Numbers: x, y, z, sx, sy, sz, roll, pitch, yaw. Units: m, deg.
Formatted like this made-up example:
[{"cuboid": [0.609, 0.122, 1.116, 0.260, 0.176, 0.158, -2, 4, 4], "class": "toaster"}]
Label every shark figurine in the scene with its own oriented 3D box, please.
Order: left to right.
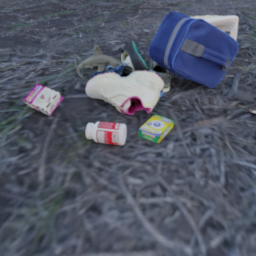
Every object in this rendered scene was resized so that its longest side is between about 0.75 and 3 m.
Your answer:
[{"cuboid": [-1.478, -2.922, 11.864, 2.270, 0.947, 1.356, -20, 43, -32], "class": "shark figurine"}]

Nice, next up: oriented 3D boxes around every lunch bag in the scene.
[{"cuboid": [2.494, -2.713, 10.155, 2.919, 1.983, 1.931, 13, 22, -32], "class": "lunch bag"}]

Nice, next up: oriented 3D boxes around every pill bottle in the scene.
[{"cuboid": [-0.589, 0.134, 7.518, 1.014, 0.569, 0.569, 6, 33, 10], "class": "pill bottle"}]

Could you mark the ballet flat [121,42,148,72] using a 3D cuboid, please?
[{"cuboid": [0.174, -2.837, 11.830, 0.907, 0.907, 2.483, -6, 40, -10], "class": "ballet flat"}]

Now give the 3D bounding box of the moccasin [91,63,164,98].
[{"cuboid": [-0.037, -1.806, 10.063, 2.952, 1.007, 1.188, 14, 36, 26], "class": "moccasin"}]

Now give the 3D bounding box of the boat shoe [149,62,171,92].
[{"cuboid": [1.271, -2.208, 10.963, 0.880, 0.746, 2.416, 1, 33, 2], "class": "boat shoe"}]

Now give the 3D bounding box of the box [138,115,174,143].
[{"cuboid": [0.845, -0.023, 8.044, 0.653, 0.269, 1.114, 19, 36, 25], "class": "box"}]

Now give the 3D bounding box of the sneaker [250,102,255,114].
[{"cuboid": [4.225, -0.788, 9.024, 0.417, 0.444, 1.083, 17, 34, 24], "class": "sneaker"}]

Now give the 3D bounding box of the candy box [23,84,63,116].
[{"cuboid": [-2.760, -0.926, 9.088, 1.109, 0.338, 0.756, 23, 69, 32], "class": "candy box"}]

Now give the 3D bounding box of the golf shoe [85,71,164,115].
[{"cuboid": [-0.296, -1.062, 8.941, 2.824, 1.064, 1.292, 0, 65, 32], "class": "golf shoe"}]

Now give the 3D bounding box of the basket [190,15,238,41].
[{"cuboid": [3.100, -3.899, 12.448, 2.894, 1.962, 1.785, -16, 33, -21], "class": "basket"}]
